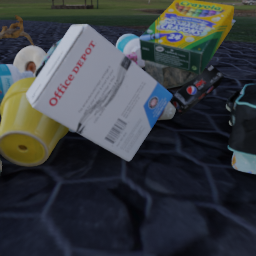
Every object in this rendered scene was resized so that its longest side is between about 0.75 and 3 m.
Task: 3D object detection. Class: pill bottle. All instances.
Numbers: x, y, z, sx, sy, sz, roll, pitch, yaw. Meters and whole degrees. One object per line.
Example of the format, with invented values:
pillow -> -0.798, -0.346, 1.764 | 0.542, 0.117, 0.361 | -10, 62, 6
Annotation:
pill bottle -> 0.299, -3.570, 13.087 | 1.330, 1.330, 2.400 | -6, 26, -13
pill bottle -> -3.908, -1.151, 8.040 | 2.325, 1.288, 1.288 | -13, 28, -35

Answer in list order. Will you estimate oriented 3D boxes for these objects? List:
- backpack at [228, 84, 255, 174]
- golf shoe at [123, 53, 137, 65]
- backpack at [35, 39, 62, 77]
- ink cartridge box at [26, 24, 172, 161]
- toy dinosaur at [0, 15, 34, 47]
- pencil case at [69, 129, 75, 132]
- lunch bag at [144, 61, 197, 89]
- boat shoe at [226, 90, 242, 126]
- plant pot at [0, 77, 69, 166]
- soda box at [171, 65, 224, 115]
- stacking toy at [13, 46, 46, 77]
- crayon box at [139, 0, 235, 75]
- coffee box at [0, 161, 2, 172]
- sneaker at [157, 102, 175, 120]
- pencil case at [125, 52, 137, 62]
backpack -> 2.968, -0.028, 5.355 | 1.970, 1.718, 2.241 | 11, 31, 20
golf shoe -> -1.040, -2.385, 11.286 | 2.796, 1.053, 1.280 | 2, 41, 6
backpack -> -1.655, -1.859, 8.395 | 1.630, 1.421, 1.854 | 36, 39, -22
ink cartridge box -> -0.517, -0.633, 5.447 | 2.272, 1.643, 0.957 | 33, 0, -33
toy dinosaur -> -3.278, -2.788, 8.161 | 0.868, 0.494, 1.635 | -38, -4, 35
pencil case -> -1.450, -0.270, 7.368 | 0.455, 0.417, 1.004 | -18, 29, -9
lunch bag -> 1.658, -2.126, 10.522 | 1.692, 0.995, 1.388 | -16, 29, -20
boat shoe -> 3.196, -0.710, 7.937 | 0.788, 0.699, 2.108 | 10, 28, 20
plant pot -> -2.005, -0.045, 5.867 | 1.520, 1.520, 1.430 | 1, 42, 2
soda box -> 1.931, -1.070, 7.882 | 1.549, 0.548, 0.491 | -37, 70, -14
stacking toy -> -2.976, -2.059, 10.313 | 1.513, 1.513, 2.071 | 11, 7, 22
crayon box -> 1.706, -2.698, 7.630 | 1.704, 0.699, 2.711 | 21, 55, 25
coffee box -> -2.739, 0.871, 4.806 | 0.856, 0.597, 1.497 | -7, 27, -15
sneaker -> 0.429, -0.832, 7.965 | 1.309, 1.089, 2.906 | 17, 19, -12
pencil case -> -0.127, -2.420, 9.954 | 0.922, 0.382, 0.399 | -23, 14, -24
